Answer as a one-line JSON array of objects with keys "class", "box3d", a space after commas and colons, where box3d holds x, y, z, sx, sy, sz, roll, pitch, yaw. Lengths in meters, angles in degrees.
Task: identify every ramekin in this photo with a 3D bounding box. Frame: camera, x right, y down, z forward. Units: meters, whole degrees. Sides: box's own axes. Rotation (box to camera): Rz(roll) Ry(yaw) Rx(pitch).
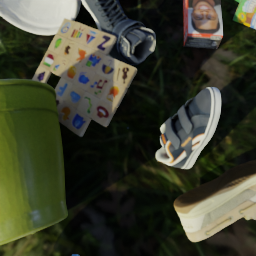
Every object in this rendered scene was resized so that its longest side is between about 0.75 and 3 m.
[{"class": "ramekin", "box3d": [-2.449, -4.114, 7.334, 2.922, 2.922, 1.534, 14, 58, 6]}]

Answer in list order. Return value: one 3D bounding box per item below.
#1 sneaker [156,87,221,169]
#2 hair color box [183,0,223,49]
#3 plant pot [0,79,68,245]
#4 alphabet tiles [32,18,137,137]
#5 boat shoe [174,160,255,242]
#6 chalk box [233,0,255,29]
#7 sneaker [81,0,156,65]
[{"class": "sneaker", "box3d": [1.183, 0.075, 5.861, 0.847, 2.134, 0.837, 7, 39, -9]}, {"class": "hair color box", "box3d": [2.142, -3.297, 8.151, 0.997, 0.601, 1.964, 3, 67, 0]}, {"class": "plant pot", "box3d": [-2.390, 0.817, 5.484, 2.688, 2.688, 2.588, -18, 80, -7]}, {"class": "alphabet tiles", "box3d": [-1.161, -1.225, 6.599, 2.796, 0.106, 2.337, 30, 93, 31]}, {"class": "boat shoe", "box3d": [2.416, 1.453, 5.967, 2.887, 1.042, 0.938, -22, 93, -12]}, {"class": "chalk box", "box3d": [3.783, -3.635, 8.061, 1.694, 1.057, 1.050, 26, 69, 12]}, {"class": "sneaker", "box3d": [-0.225, -2.619, 6.548, 0.936, 2.463, 1.780, -34, 38, -12]}]
